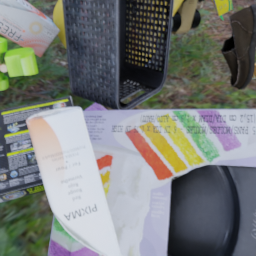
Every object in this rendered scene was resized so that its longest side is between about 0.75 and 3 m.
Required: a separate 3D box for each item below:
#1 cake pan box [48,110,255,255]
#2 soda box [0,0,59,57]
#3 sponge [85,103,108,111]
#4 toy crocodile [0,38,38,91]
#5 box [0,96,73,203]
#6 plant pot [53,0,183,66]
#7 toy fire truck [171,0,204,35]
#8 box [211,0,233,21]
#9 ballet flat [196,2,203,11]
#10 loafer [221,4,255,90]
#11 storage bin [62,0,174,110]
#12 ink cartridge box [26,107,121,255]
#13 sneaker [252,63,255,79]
[{"bbox_3d":[0.372,1.029,3.637,2.738,0.716,2.521,2,78,20],"label":"cake pan box"},{"bbox_3d":[-2.724,-2.542,5.946,0.834,2.438,0.775,-49,48,14],"label":"soda box"},{"bbox_3d":[-0.659,0.096,7.904,1.116,0.298,2.000,-37,57,-28],"label":"sponge"},{"bbox_3d":[-3.009,-1.155,4.832,2.805,0.947,0.866,3,23,-15],"label":"toy crocodile"},{"bbox_3d":[-1.794,0.366,4.962,1.973,0.437,1.580,-14,64,-13],"label":"box"},{"bbox_3d":[-0.030,-3.161,7.182,2.898,2.726,2.898,24,47,-29],"label":"plant pot"},{"bbox_3d":[0.961,-4.289,8.509,1.619,2.215,2.517,-21,47,-32],"label":"toy fire truck"},{"bbox_3d":[2.071,-3.532,6.721,0.425,1.757,1.031,-21,54,17],"label":"box"},{"bbox_3d":[2.385,-6.253,13.649,2.542,0.589,0.857,18,49,16],"label":"ballet flat"},{"bbox_3d":[2.421,-1.723,6.241,0.713,1.997,0.729,-2,44,10],"label":"loafer"},{"bbox_3d":[-0.131,-1.830,5.250,1.227,2.617,1.769,22,37,29],"label":"storage bin"},{"bbox_3d":[-0.480,0.813,2.604,0.451,1.460,1.800,-12,87,-16],"label":"ink cartridge box"},{"bbox_3d":[4.568,-2.005,9.797,1.519,0.574,0.666,24,38,14],"label":"sneaker"}]
